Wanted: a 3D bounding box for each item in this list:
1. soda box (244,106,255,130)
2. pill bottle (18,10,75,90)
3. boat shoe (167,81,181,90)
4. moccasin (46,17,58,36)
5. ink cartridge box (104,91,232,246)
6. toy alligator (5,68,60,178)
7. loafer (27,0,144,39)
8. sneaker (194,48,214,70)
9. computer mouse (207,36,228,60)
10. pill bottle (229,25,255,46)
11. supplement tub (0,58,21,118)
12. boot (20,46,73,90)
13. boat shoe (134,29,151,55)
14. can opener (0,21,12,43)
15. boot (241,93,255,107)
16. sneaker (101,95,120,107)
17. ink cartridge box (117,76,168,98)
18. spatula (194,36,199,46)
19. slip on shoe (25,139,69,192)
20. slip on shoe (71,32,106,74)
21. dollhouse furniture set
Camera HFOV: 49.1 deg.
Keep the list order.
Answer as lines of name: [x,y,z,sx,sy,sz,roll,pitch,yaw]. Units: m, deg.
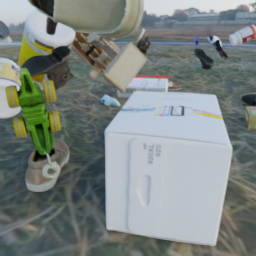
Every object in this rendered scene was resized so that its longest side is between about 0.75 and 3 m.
soda box: [4.632,-0.387,10.399,0.432,0.457,1.349,6,23,15]
pill bottle: [-2.788,-2.443,9.274,1.462,2.676,1.462,14,55,-21]
boat shoe: [2.221,-2.381,15.520,1.406,0.440,0.500,9,22,17]
moccasin: [-1.635,-2.466,6.163,0.302,0.826,0.319,0,33,-30]
ink cartridge box: [0.819,0.573,5.779,1.997,2.032,2.761,5,23,11]
toy alligator: [-1.132,-0.040,3.504,0.526,1.587,0.381,-10,36,-15]
loafer: [-0.807,-1.964,4.526,2.333,0.883,0.797,21,27,33]
sneaker: [2.852,-2.592,10.715,0.376,0.564,0.985,-36,67,-12]
computer mouse: [3.360,-3.151,10.562,0.341,0.853,1.555,-35,26,21]
pill bottle: [3.720,-2.968,9.055,0.784,0.430,0.430,-22,20,9]
supplement tub: [-2.655,-0.870,5.904,0.882,0.882,1.213,-7,40,-17]
boot: [-2.194,-1.481,7.926,1.610,1.401,0.557,-34,72,-27]
boat shoe: [0.555,-3.108,10.304,0.558,0.619,1.722,30,-4,-2]
can opener: [-2.270,-1.825,4.755,0.268,0.336,1.006,-12,58,-53]
boot: [5.453,-1.051,12.009,1.548,0.599,1.070,19,33,41]
sneaker: [-0.820,-1.113,12.538,1.037,0.383,0.425,27,65,40]
ink cartridge box: [0.861,-2.453,14.692,2.431,0.853,2.991,3,36,9]
spatula: [2.138,-2.683,8.737,0.107,0.295,1.043,6,21,10]
slip on shoe: [-2.090,0.699,7.261,0.907,0.723,2.385,0,21,1]
slip on shoe: [-1.689,-3.288,10.693,1.079,2.838,0.860,-46,41,-4]
dollhouse furniture set: [-0.865,-2.240,9.292,1.471,1.256,2.837,39,-6,-28]
